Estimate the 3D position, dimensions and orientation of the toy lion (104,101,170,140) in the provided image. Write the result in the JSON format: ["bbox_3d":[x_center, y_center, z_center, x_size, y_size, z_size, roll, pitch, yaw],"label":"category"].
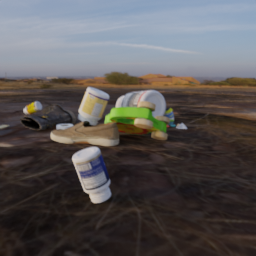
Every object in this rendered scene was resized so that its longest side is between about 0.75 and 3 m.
[{"bbox_3d":[0.148,-0.222,11.325,2.664,0.954,2.779,3,-14,26],"label":"toy lion"}]

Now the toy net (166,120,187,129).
[{"bbox_3d":[2.375,-0.173,14.420,0.777,0.286,1.480,-7,14,-33],"label":"toy net"}]

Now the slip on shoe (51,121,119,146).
[{"bbox_3d":[-1.760,0.144,11.197,2.934,0.889,1.115,5,12,23],"label":"slip on shoe"}]

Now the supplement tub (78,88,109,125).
[{"bbox_3d":[-1.869,-1.140,14.867,1.263,1.737,1.263,23,12,-5],"label":"supplement tub"}]

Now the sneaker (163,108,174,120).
[{"bbox_3d":[1.777,-0.571,15.756,1.739,0.715,0.643,-8,33,37],"label":"sneaker"}]

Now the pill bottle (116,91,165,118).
[{"bbox_3d":[0.591,-1.172,15.479,1.656,1.656,2.859,-7,7,-31],"label":"pill bottle"}]

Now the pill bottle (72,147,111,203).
[{"bbox_3d":[-0.739,1.019,5.984,0.608,1.094,0.608,-16,15,4],"label":"pill bottle"}]

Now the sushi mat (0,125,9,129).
[{"bbox_3d":[-6.490,-0.048,14.407,0.390,0.049,0.816,0,11,8],"label":"sushi mat"}]

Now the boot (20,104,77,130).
[{"bbox_3d":[-4.347,-0.551,14.382,2.892,1.001,2.518,14,18,39],"label":"boot"}]

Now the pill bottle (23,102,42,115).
[{"bbox_3d":[-6.303,-1.267,18.440,1.135,0.620,0.620,-21,4,19],"label":"pill bottle"}]

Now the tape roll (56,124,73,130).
[{"bbox_3d":[-3.049,0.012,13.474,0.806,0.282,0.806,0,12,0],"label":"tape roll"}]
